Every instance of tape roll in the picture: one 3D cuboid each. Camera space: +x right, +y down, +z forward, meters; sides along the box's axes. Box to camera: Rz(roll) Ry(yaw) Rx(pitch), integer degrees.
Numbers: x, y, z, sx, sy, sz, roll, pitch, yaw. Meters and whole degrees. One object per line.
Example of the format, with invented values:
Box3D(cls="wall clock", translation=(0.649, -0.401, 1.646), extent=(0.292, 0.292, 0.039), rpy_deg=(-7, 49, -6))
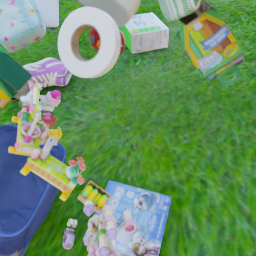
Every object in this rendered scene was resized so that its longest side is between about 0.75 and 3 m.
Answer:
Box3D(cls="tape roll", translation=(-0.795, -1.676, 5.568), extent=(1.363, 1.363, 0.249), rpy_deg=(22, 16, 21))

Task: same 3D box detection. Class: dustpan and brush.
Box3D(cls="dustpan and brush", translation=(-0.149, -3.147, 6.510), extent=(2.377, 1.659, 0.680), rpy_deg=(17, 82, 52))

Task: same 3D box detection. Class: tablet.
Box3D(cls="tablet", translation=(-3.429, -4.011, 8.904), extent=(2.329, 0.159, 1.515), rpy_deg=(-3, 88, -17))

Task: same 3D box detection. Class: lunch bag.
Box3D(cls="lunch bag", translation=(-3.184, -3.170, 7.841), extent=(1.430, 0.687, 1.783), rpy_deg=(-27, 79, 1))
Box3D(cls="lunch bag", translation=(-2.509, 1.449, 5.780), extent=(1.745, 1.699, 2.568), rpy_deg=(23, 46, 0))

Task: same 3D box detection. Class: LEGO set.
Box3D(cls="LEGO set", translation=(-1.197, 0.186, 4.678), extent=(1.226, 0.992, 2.664), rpy_deg=(-6, 51, -44))

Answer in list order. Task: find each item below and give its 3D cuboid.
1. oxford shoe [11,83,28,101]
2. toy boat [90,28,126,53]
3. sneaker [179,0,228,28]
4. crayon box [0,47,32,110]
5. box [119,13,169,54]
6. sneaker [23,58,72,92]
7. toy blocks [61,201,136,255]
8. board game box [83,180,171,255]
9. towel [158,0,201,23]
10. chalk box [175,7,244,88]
Box3D(cls="oxford shoe", translation=(-2.650, -0.840, 6.072), extent=(1.373, 0.514, 0.484), rpy_deg=(12, 21, 42))
Box3D(cls="toy boat", translation=(-0.703, -2.670, 8.712), extent=(1.207, 0.788, 0.789), rpy_deg=(15, 43, 16))
Box3D(cls="sneaker", translation=(2.090, -3.499, 8.486), extent=(0.844, 0.787, 2.235), rpy_deg=(-39, 89, -34))
Box3D(cls="crayon box", translation=(-2.246, -0.860, 4.275), extent=(1.355, 1.169, 0.395), rpy_deg=(-19, 35, 50))
Box3D(cls="box", translation=(0.644, -4.104, 12.082), extent=(1.636, 0.896, 1.854), rpy_deg=(-13, 45, -11))
Box3D(cls="sneaker", translation=(-2.893, -1.710, 9.674), extent=(1.285, 0.817, 2.254), rpy_deg=(28, 50, 22))
Box3D(cls="toy blocks", translation=(-0.408, 1.556, 3.847), extent=(0.859, 0.802, 0.723), rpy_deg=(21, 18, -16))
Box3D(cls="board game box", translation=(0.038, 2.014, 6.130), extent=(1.533, 0.334, 1.540), rpy_deg=(11, 45, 13))
Box3D(cls="towel", translation=(1.051, -3.833, 7.309), extent=(0.306, 1.996, 2.617), rpy_deg=(-27, 17, -1))
Box3D(cls="chalk box", translation=(2.185, -1.879, 7.104), extent=(1.098, 1.090, 1.759), rpy_deg=(-34, 81, 20))
